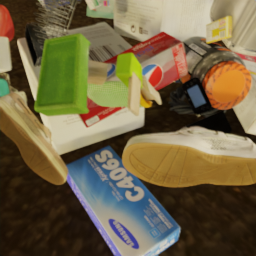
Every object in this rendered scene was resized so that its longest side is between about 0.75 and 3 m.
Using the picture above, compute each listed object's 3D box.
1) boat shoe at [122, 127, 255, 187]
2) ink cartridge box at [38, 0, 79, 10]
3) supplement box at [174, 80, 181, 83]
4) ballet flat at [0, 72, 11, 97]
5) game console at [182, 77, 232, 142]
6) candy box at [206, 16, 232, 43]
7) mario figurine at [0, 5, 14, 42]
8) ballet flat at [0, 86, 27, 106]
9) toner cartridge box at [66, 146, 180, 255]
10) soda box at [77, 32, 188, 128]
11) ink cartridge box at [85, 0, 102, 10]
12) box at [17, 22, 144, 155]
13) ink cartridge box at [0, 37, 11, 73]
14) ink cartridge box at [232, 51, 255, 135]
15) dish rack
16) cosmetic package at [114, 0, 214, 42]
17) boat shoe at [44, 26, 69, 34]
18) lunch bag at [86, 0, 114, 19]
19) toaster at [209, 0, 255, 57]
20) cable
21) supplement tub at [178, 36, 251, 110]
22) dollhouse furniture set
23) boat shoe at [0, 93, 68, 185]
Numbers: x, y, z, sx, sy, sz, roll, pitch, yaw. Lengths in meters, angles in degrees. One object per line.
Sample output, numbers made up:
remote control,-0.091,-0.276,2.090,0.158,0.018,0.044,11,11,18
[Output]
boat shoe,1.182,0.443,5.107,2.760,0.977,0.957,8,39,-17
ink cartridge box,-2.451,-4.510,9.053,1.116,0.525,2.374,-24,45,-12
supplement box,1.930,-2.194,10.299,0.645,0.961,0.960,-5,17,-5
ballet flat,-3.431,-1.419,7.385,0.474,1.398,0.526,-2,54,7
game console,1.585,-0.375,6.159,0.866,0.177,1.468,-24,80,12
candy box,1.820,-1.969,5.675,0.101,0.391,0.766,-3,9,-17
mario figurine,-4.084,-2.609,6.834,1.354,1.577,2.554,41,24,31
ballet flat,-3.958,-1.019,9.429,2.418,0.823,0.813,30,43,27
toner cartridge box,-0.259,1.725,6.582,1.365,0.620,2.873,-25,49,-25
soda box,-0.043,-1.127,6.344,2.697,0.855,0.944,-28,38,-6
ink cartridge box,-1.149,-3.961,8.286,0.209,0.834,0.671,-19,23,25
box,-1.360,-1.295,8.436,2.876,2.476,2.890,-19,45,-19
ink cartridge box,-3.153,-1.337,5.386,1.515,0.637,1.106,0,6,40
ink cartridge box,4.309,-1.037,8.750,2.141,1.242,2.900,11,42,-14
dish rack,-1.777,-2.691,6.557,0.604,2.215,1.699,4,42,-36
cosmetic package,1.286,-3.911,8.367,2.744,2.264,2.262,-20,37,-31
boat shoe,-2.586,-3.931,12.476,2.534,0.912,0.833,10,7,10
lunch bag,-0.517,-4.400,9.755,1.584,1.134,1.860,9,59,3
toaster,2.529,-2.411,5.583,1.227,1.394,2.159,3,48,-15
cable,2.317,-0.960,9.527,1.871,0.582,2.293,-5,32,10
supplement tub,2.061,-1.444,7.201,1.400,1.400,2.286,-6,31,-7
dollhouse furniture set,-0.289,-0.371,3.887,1.094,2.189,0.845,-2,77,20
boat shoe,-1.557,0.167,4.758,1.777,0.633,0.573,54,41,-8
